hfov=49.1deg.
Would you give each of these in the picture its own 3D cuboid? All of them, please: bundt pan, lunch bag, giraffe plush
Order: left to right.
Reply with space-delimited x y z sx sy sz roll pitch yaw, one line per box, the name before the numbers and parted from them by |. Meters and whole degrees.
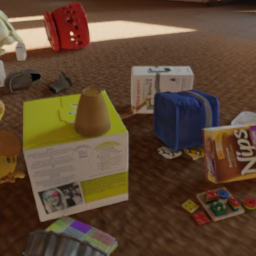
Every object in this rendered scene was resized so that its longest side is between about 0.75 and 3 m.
giraffe plush | -4.155 0.589 8.110 2.270 2.799 2.415 31 30 22
bundt pan | -1.207 2.710 5.384 1.845 1.845 0.692 8 46 12
lunch bag | 1.999 -0.367 9.797 1.718 1.764 2.597 -6 18 -12

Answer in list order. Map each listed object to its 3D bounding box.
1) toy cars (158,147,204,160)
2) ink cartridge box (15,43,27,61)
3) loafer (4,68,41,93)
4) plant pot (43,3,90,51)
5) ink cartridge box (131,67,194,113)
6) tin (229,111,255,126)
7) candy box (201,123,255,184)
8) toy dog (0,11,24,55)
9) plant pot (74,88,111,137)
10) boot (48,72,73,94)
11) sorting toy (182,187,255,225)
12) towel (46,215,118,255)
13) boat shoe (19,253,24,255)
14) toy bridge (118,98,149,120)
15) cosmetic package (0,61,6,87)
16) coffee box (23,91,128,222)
toy cars | 1.835 0.878 9.407 1.657 0.367 0.743 -2 14 4
ink cartridge box | -6.825 -4.913 17.884 0.468 0.808 1.391 -6 34 -9
loafer | -5.218 -2.423 14.001 0.836 0.860 2.354 11 35 18
plant pot | -4.184 -6.714 18.827 2.586 2.840 2.840 -17 37 -18
ink cartridge box | 1.358 -1.586 11.861 2.476 1.807 1.041 -1 33 0
tin | 4.653 -0.148 11.000 1.048 0.392 1.871 21 38 35
candy box | 3.674 0.676 8.496 2.711 1.581 0.765 -7 4 -8
toy dog | -6.666 -4.068 13.193 2.583 1.803 2.505 -34 15 4
plant pot | -0.822 -0.423 6.456 0.869 0.932 0.869 3 34 -2
boot | -3.573 -2.276 14.130 1.076 0.558 1.647 -27 35 -19
sorting toy | 2.475 2.007 7.693 1.950 0.330 0.940 -10 34 -15
towel | -1.213 2.700 6.552 1.671 0.190 1.200 16 23 23
boat shoe | -2.238 2.835 5.964 0.257 0.852 0.322 10 55 -16
toy bridge | 0.226 -0.720 11.242 1.492 0.502 0.203 -31 76 -11
cosmetic package | -7.578 -2.798 14.157 2.140 1.316 2.133 -20 38 -28
coffee box | -1.475 0.632 7.869 2.442 2.414 2.438 -10 34 -15
